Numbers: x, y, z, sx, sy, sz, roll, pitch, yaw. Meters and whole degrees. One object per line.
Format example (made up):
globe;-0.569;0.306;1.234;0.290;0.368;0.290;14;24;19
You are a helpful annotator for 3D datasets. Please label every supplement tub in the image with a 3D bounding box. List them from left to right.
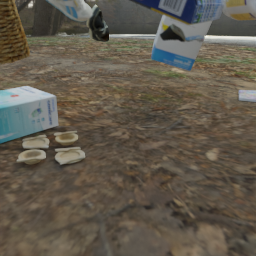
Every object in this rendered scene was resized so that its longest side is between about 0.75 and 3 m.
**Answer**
supplement tub;3.474;-3.682;7.941;1.166;1.166;1.604;-5;21;-12

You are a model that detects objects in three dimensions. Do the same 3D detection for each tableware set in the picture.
tableware set;-1.933;0.492;7.086;1.529;0.212;1.831;-6;23;-14

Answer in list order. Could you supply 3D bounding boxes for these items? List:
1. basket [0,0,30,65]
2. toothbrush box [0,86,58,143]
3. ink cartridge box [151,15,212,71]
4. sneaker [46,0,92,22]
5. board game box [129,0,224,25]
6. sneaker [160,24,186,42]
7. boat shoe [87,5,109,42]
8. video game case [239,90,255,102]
basket;-3.101;-2.054;5.467;1.865;1.389;1.331;-21;56;-16
toothbrush box;-3.561;-0.427;8.267;1.745;1.016;2.383;21;29;40
ink cartridge box;1.990;-3.670;10.512;1.613;2.230;1.642;16;38;-3
sneaker;-1.653;-3.764;8.180;0.749;0.709;1.854;-24;-22;31
board game box;0.680;-3.132;5.887;2.733;0.843;2.731;30;34;16
sneaker;1.342;-2.749;8.366;0.497;0.350;0.935;-25;-23;33
boat shoe;-1.089;-3.947;10.753;0.766;0.814;2.266;29;-5;1
video game case;5.115;-1.335;11.655;0.944;0.119;1.318;8;23;18
